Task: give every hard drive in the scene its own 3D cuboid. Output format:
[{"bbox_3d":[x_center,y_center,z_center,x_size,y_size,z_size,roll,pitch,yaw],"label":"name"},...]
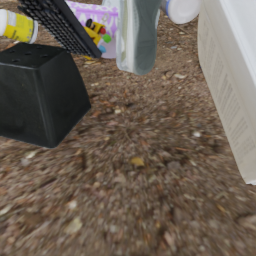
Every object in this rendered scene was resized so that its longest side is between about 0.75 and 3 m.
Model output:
[{"bbox_3d":[0.138,-4.079,9.675,2.062,0.275,1.360,23,67,-25],"label":"hard drive"}]

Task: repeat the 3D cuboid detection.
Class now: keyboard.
[{"bbox_3d":[-1.538,-2.139,5.851,1.450,2.414,0.310,23,84,16],"label":"keyboard"}]

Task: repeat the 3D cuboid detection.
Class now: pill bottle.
[{"bbox_3d":[-2.603,-2.289,6.279,1.000,0.562,0.562,6,26,-38],"label":"pill bottle"},{"bbox_3d":[1.267,-4.217,8.543,1.193,1.193,2.096,-15,53,-21],"label":"pill bottle"}]

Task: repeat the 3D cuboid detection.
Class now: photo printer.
[{"bbox_3d":[1.626,-0.650,3.606,0.903,2.164,2.601,-17,72,7],"label":"photo printer"}]

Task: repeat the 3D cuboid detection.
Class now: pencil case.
[{"bbox_3d":[-0.935,-3.194,8.194,2.367,1.012,0.993,3,71,-6],"label":"pencil case"}]

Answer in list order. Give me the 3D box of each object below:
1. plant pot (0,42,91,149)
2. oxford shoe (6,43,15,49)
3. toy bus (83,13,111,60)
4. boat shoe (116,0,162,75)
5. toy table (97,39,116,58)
[{"bbox_3d":[-2.475,-1.053,7.420,2.194,1.946,2.189,11,36,16],"label":"plant pot"},{"bbox_3d":[-5.132,-3.378,12.108,0.493,0.493,1.383,25,43,29],"label":"oxford shoe"},{"bbox_3d":[-1.065,-2.417,7.271,1.126,0.617,1.193,-21,65,34],"label":"toy bus"},{"bbox_3d":[0.142,-2.533,6.050,0.991,2.690,0.863,-20,30,-40],"label":"boat shoe"},{"bbox_3d":[-0.769,-3.615,11.797,1.599,1.469,0.936,-8,50,-37],"label":"toy table"}]
